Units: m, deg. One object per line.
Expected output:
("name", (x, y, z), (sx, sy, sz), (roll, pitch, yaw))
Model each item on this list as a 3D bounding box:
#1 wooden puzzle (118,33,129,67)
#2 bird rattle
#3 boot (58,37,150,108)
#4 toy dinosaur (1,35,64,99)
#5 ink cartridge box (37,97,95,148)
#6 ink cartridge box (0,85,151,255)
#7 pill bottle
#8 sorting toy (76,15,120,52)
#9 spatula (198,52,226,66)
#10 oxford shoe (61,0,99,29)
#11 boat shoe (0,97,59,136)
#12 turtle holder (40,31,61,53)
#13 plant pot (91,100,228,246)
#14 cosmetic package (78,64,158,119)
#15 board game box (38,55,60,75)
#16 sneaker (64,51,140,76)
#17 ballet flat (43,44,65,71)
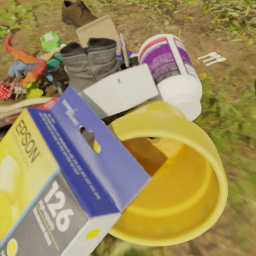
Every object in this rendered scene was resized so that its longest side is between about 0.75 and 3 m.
("wooden puzzle", (-0.156, -2.347, 8.476), (0.186, 0.745, 0.804), (-11, 48, 3))
("bird rattle", (-3.324, -1.208, 8.740), (1.339, 0.754, 1.092), (-7, 24, 1))
("boot", (-0.323, -1.566, 7.954), (2.985, 1.965, 1.042), (-10, 42, -10))
("toy dinosaur", (-3.088, -1.807, 8.177), (1.413, 2.692, 2.443), (-32, 8, -33))
("ink cartridge box", (-1.621, 0.228, 6.591), (1.603, 0.686, 1.183), (40, 53, 7))
("ink cartridge box", (-1.351, 0.887, 4.363), (0.634, 2.699, 2.667), (24, 16, -47))
("pill bottle", (1.122, -1.296, 7.498), (1.355, 1.355, 2.410), (-6, 54, -7))
("sorting toy", (-1.219, -2.905, 9.821), (1.851, 1.379, 0.248), (-22, 21, 8))
("spatula", (3.125, -2.603, 10.543), (0.931, 0.075, 0.647), (-23, 53, -22))
("oxford shoe", (-2.076, -5.000, 12.374), (2.627, 1.109, 0.955), (30, 48, 26))
("boat shoe", (-2.779, -0.117, 7.354), (2.765, 0.998, 0.995), (-8, 71, -21))
("turtle holder", (-2.667, -2.972, 10.095), (0.899, 0.638, 0.683), (43, 91, 12))
("plant pot", (0.497, 0.602, 5.574), (2.445, 2.445, 2.301), (5, 27, 5))
("cosmetic package", (-0.423, -0.631, 5.966), (0.989, 0.695, 1.949), (-28, 7, -37))
("board game box", (-3.101, -2.246, 10.040), (0.926, 0.201, 0.921), (-32, 53, -30))
("sneaker", (-0.614, -2.050, 9.419), (2.976, 1.200, 1.241), (1, 26, -10))
("ballet flat", (-2.060, -2.239, 8.511), (1.835, 0.630, 0.578), (-6, 69, 40))
